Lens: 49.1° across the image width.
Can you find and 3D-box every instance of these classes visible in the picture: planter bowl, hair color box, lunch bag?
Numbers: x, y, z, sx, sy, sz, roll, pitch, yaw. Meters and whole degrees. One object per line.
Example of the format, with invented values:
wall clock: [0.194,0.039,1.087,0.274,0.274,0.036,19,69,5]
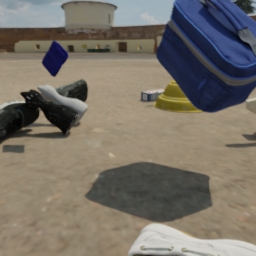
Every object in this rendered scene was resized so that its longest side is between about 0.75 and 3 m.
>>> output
planter bowl: [2.480,-1.515,12.399,2.666,1.110,2.666,-1,17,0]
hair color box: [1.367,-1.613,13.881,1.382,0.418,0.691,-12,21,-34]
lunch bag: [1.671,-1.617,5.461,1.528,1.488,2.249,-20,63,-28]

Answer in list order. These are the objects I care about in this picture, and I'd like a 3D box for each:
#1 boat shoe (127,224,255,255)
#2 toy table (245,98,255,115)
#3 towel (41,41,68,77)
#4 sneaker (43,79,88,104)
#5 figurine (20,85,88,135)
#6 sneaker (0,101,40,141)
boat shoe: [0.833,1.600,3.048,1.853,0.656,0.642,0,15,34]
toy table: [4.391,-0.355,7.745,2.077,1.323,2.259,-16,16,-7]
towel: [-1.943,-1.825,7.467,0.817,0.603,0.202,-44,-8,35]
sneaker: [-2.709,-1.602,12.733,1.147,1.091,2.895,3,17,15]
figurine: [-2.360,-0.776,9.110,1.789,0.790,1.834,34,17,-4]
sneaker: [-3.697,0.021,8.051,2.734,1.035,1.197,-19,40,-39]
